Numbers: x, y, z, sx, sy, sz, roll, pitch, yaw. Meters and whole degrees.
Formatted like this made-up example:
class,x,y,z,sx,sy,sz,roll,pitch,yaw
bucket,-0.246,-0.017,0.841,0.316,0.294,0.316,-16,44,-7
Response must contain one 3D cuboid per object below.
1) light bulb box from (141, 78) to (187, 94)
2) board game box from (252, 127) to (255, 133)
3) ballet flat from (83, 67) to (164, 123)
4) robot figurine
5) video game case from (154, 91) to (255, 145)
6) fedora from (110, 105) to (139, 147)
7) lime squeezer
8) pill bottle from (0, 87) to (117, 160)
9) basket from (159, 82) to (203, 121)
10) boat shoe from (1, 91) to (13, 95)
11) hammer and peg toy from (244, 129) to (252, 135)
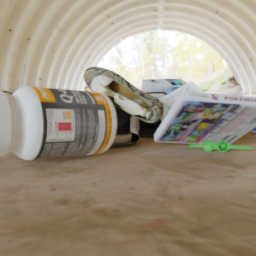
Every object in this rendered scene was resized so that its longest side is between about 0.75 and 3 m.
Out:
class,x,y,z,sx,sy,sz,roll,pitch,yaw
light bulb box,1.855,-1.346,14.550,2.212,2.192,1.380,-4,29,-15
board game box,3.768,-0.371,12.170,2.865,0.621,2.851,8,2,-31
ballet flat,-0.246,-0.959,8.121,2.740,0.929,1.032,29,28,5
robot figurine,1.083,-0.575,11.231,2.645,1.650,1.987,0,10,10
video game case,2.195,-0.139,7.598,2.446,0.308,2.685,3,-23,-8
fedora,-0.853,-0.255,9.281,2.630,1.201,2.630,8,12,-2
lime squeezer,2.552,0.564,7.997,1.788,0.337,0.631,-1,-22,29
pill bottle,-1.870,-0.112,6.802,2.946,1.714,1.714,-1,6,-41
basket,1.864,-0.623,9.677,1.618,1.097,0.998,-29,-34,-4
boat shoe,-3.930,-0.434,9.959,2.584,0.779,0.977,34,45,27
hammer and peg toy,2.933,-0.363,8.583,1.948,0.687,1.433,2,-35,-4
